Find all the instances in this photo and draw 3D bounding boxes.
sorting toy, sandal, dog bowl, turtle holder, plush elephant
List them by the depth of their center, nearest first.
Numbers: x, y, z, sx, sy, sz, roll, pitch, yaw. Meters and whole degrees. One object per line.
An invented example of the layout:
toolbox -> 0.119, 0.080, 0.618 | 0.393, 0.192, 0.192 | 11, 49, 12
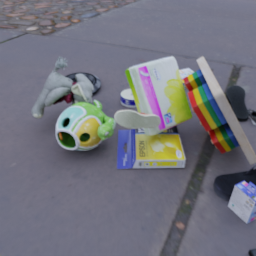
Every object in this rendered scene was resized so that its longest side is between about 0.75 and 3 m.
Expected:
sandal -> 3.857, 1.473, 8.119 | 2.771, 0.593, 1.053 | -11, 37, -15
sorting toy -> 2.815, -0.488, 9.044 | 0.970, 2.770, 2.787 | -28, 28, 19
turtle holder -> -1.384, 0.111, 9.191 | 2.097, 1.594, 1.489 | 26, 40, 17
plush elephant -> -2.132, -1.259, 10.279 | 1.749, 2.259, 1.860 | 28, 25, -8
sandal -> 4.531, -0.997, 11.775 | 0.802, 0.510, 2.133 | 6, 48, 7
dog bowl -> 0.176, -1.300, 12.185 | 1.011, 0.398, 1.011 | 0, 36, 0

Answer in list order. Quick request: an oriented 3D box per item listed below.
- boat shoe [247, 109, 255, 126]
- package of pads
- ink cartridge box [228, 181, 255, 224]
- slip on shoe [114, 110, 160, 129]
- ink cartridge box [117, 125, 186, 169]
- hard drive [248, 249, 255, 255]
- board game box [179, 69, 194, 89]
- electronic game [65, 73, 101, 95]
boat shoe -> 4.978, -0.515, 11.120 | 0.372, 0.353, 1.065 | 2, 36, 3
package of pads -> 1.091, -1.104, 9.384 | 1.777, 2.300, 0.784 | -22, 7, -29
ink cartridge box -> 3.050, 1.864, 7.226 | 0.380, 0.995, 0.679 | -19, 40, -24
slip on shoe -> 0.241, -0.242, 8.213 | 1.459, 0.540, 0.446 | 3, 8, -27
ink cartridge box -> 0.712, 0.533, 9.562 | 2.147, 0.505, 2.122 | 1, 36, -2
hard drive -> 3.417, 3.031, 6.288 | 1.120, 0.184, 0.782 | -6, 36, -8
board game box -> 2.474, -2.358, 13.708 | 1.990, 0.341, 1.338 | -14, 38, -19
electronic game -> -2.304, -2.019, 13.154 | 2.056, 0.428, 2.056 | 0, 41, 0
